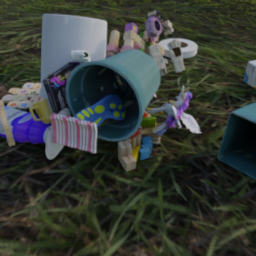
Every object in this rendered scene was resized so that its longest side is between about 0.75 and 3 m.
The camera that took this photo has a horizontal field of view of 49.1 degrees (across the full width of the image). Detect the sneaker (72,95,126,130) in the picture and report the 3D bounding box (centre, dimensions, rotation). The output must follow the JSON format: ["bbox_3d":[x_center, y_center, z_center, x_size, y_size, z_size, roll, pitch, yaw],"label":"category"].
[{"bbox_3d":[-1.004,-0.403,9.010,1.056,0.904,2.549,-16,8,41],"label":"sneaker"}]

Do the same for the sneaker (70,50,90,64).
[{"bbox_3d":[-1.394,-2.228,8.928,0.461,0.404,1.150,-9,4,14],"label":"sneaker"}]

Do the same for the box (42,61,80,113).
[{"bbox_3d":[-1.995,-1.384,9.086,0.292,1.156,1.617,12,41,26],"label":"box"}]

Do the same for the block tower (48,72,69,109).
[{"bbox_3d":[-2.256,-1.198,9.407,0.390,1.350,0.365,10,34,30],"label":"block tower"}]

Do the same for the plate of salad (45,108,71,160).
[{"bbox_3d":[-2.283,0.167,8.955,0.412,1.716,1.716,18,38,7],"label":"plate of salad"}]

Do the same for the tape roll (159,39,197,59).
[{"bbox_3d":[3.012,-4.864,17.063,2.381,0.435,2.381,0,36,0],"label":"tape roll"}]

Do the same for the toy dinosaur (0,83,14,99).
[{"bbox_3d":[-4.576,-1.201,9.646,0.518,0.818,1.208,33,7,30],"label":"toy dinosaur"}]

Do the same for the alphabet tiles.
[{"bbox_3d":[-4.295,-1.423,12.506,2.344,0.171,2.292,2,35,3],"label":"alphabet tiles"}]

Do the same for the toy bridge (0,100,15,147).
[{"bbox_3d":[-3.304,-0.065,7.561,0.192,1.414,0.475,-17,39,-23],"label":"toy bridge"}]

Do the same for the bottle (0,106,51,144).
[{"bbox_3d":[-3.761,-0.042,9.957,2.744,0.896,1.146,15,37,20],"label":"bottle"}]

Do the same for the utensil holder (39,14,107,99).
[{"bbox_3d":[-2.115,-2.649,10.812,2.548,2.998,2.548,4,17,-1],"label":"utensil holder"}]

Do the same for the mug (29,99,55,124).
[{"bbox_3d":[-2.784,-0.505,9.367,0.914,0.750,0.732,-22,2,-21],"label":"mug"}]

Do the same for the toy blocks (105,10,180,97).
[{"bbox_3d":[0.686,-2.819,11.675,2.756,2.576,2.320,-7,68,43],"label":"toy blocks"}]

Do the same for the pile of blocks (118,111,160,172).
[{"bbox_3d":[0.469,0.185,9.621,1.226,0.928,2.986,8,37,11],"label":"pile of blocks"}]

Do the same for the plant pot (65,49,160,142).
[{"bbox_3d":[-0.252,-1.324,9.440,2.650,2.650,2.596,15,35,20],"label":"plant pot"}]

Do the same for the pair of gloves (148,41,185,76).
[{"bbox_3d":[1.430,-2.536,10.243,1.344,1.143,0.236,-13,7,-18],"label":"pair of gloves"}]

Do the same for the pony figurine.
[{"bbox_3d":[1.532,-0.420,9.437,1.411,1.694,1.635,22,47,-45],"label":"pony figurine"}]

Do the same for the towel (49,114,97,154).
[{"bbox_3d":[-1.531,0.183,7.853,1.378,1.009,0.206,13,36,13],"label":"towel"}]

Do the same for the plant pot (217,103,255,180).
[{"bbox_3d":[4.462,0.195,8.973,2.518,1.780,1.779,-26,43,-37],"label":"plant pot"}]

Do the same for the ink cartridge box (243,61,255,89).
[{"bbox_3d":[6.394,-2.434,13.159,1.038,1.043,1.421,-13,39,-17],"label":"ink cartridge box"}]

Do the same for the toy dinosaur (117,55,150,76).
[{"bbox_3d":[0.107,-2.298,10.898,1.804,0.958,0.545,-12,64,-1],"label":"toy dinosaur"}]
